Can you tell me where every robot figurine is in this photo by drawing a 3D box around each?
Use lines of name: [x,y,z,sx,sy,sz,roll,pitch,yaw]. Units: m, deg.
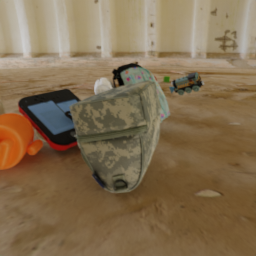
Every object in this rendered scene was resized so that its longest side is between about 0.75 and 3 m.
robot figurine: [-3.758,0.339,8.610,1.782,1.444,2.477,-19,16,0]

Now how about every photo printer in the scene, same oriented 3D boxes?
photo printer: [-0.729,-1.125,12.206,0.769,2.214,1.842,-25,13,6]

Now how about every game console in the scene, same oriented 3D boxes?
game console: [-2.328,-0.432,10.083,2.395,0.420,2.708,-26,58,-41]

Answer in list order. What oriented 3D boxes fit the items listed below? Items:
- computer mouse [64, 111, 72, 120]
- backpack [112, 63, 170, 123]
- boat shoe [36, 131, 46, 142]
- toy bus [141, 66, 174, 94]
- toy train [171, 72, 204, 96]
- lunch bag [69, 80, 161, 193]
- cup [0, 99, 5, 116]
computer mouse: [-1.533,-0.030,9.478,0.526,0.305,1.793,-31,55,-33]
backpack: [0.587,-1.289,11.818,1.728,2.278,2.729,-29,51,9]
boat shoe: [-2.305,0.134,10.523,2.211,0.825,0.688,-5,6,-19]
toy bus: [1.077,-1.757,14.115,2.301,2.171,1.189,22,14,5]
toy train: [2.812,-2.101,13.348,1.496,0.853,0.638,-11,37,36]
lunch bag: [-0.106,0.149,7.586,1.969,2.370,2.826,-11,12,17]
cup: [-5.779,-0.879,10.401,2.275,2.275,1.627,-10,-21,-29]
